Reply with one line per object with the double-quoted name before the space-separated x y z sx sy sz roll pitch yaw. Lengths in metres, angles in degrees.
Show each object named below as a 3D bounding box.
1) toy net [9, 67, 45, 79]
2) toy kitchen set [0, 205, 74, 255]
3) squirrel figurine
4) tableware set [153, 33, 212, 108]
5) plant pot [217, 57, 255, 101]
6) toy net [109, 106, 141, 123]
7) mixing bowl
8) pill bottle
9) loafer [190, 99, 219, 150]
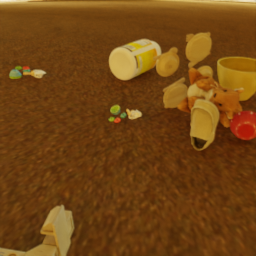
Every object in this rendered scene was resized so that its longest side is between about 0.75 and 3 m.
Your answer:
"toy net" -5.025 -2.768 14.231 1.864 0.360 0.978 7 29 8
"toy kitchen set" -1.844 2.038 5.391 1.212 1.096 1.343 5 31 8
"squirrel figurine" 3.086 -0.938 9.463 2.159 1.528 2.015 24 -1 -28
"tableware set" 2.185 -2.110 10.583 2.348 2.810 0.326 -27 40 -6
"plant pot" 4.702 -2.002 11.843 2.016 1.431 2.016 1 31 0
"toy net" -0.134 -0.484 10.088 1.244 0.240 0.653 4 50 32
"mixing bowl" 3.725 0.000 8.854 0.980 0.980 0.531 11 25 18
"pill bottle" 0.475 -3.575 14.323 1.588 1.588 2.907 21 36 30
"loafer" 2.194 -0.006 8.190 0.741 1.958 0.669 16 56 30
